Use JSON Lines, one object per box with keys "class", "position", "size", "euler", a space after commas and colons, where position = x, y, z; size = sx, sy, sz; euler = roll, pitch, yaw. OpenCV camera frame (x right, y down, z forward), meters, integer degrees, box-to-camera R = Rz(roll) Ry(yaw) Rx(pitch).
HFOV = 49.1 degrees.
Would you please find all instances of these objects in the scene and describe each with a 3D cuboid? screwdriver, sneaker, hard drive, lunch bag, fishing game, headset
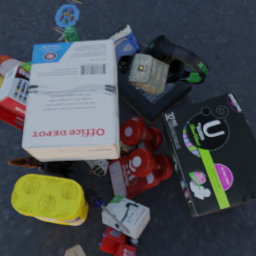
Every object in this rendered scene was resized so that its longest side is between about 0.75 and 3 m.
{"class": "screwdriver", "position": [-0.527, 1.971, 6.584], "size": [0.382, 2.736, 0.398], "euler": [-13, 104, -23]}
{"class": "sneaker", "position": [-0.580, -2.261, 8.993], "size": [1.098, 2.463, 0.968], "euler": [52, 57, -19]}
{"class": "sneaker", "position": [-1.106, 0.793, 8.499], "size": [1.398, 0.525, 0.567], "euler": [54, 35, -11]}
{"class": "hard drive", "position": [0.529, -1.721, 10.021], "size": [2.005, 0.472, 2.873], "euler": [-39, 68, -15]}
{"class": "lunch bag", "position": [0.509, -1.415, 7.341], "size": [0.964, 0.567, 0.791], "euler": [19, 76, -24]}
{"class": "fishing game", "position": [-2.085, -3.791, 9.464], "size": [0.893, 0.194, 1.247], "euler": [31, 91, 17]}
{"class": "headset", "position": [1.030, -1.923, 8.712], "size": [2.872, 1.774, 1.349], "euler": [27, 86, 34]}

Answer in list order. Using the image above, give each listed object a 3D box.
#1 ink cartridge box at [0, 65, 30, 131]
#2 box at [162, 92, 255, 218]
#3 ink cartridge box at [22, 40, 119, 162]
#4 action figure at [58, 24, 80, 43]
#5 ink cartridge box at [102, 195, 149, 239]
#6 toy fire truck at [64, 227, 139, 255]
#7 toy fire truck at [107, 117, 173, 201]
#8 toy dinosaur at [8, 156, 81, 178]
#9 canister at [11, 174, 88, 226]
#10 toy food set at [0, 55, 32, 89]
{"class": "ink cartridge box", "position": [-2.658, -0.652, 7.669], "size": [0.663, 1.581, 1.388], "euler": [-20, 53, 36]}
{"class": "box", "position": [2.240, 0.793, 7.491], "size": [2.003, 1.676, 2.697], "euler": [-18, 69, 2]}
{"class": "ink cartridge box", "position": [-1.283, -0.655, 6.917], "size": [2.046, 1.182, 2.803], "euler": [-2, 67, 1]}
{"class": "action figure", "position": [-1.764, -2.482, 8.715], "size": [0.631, 2.308, 1.363], "euler": [-19, 83, -12]}
{"class": "ink cartridge box", "position": [-0.050, 2.281, 7.259], "size": [1.029, 0.428, 0.755], "euler": [17, 38, 25]}
{"class": "toy fire truck", "position": [-0.873, 3.343, 6.452], "size": [1.953, 0.675, 2.769], "euler": [21, 33, -3]}
{"class": "toy fire truck", "position": [0.090, 0.872, 8.157], "size": [1.852, 1.237, 2.206], "euler": [-33, 58, 29]}
{"class": "toy dinosaur", "position": [-2.207, 0.974, 7.930], "size": [2.093, 1.421, 1.069], "euler": [-27, 98, -42]}
{"class": "canister", "position": [-1.850, 1.930, 7.154], "size": [1.553, 2.092, 0.905], "euler": [8, 66, 1]}
{"class": "toy food set", "position": [-4.337, -1.502, 9.880], "size": [2.486, 0.605, 2.460], "euler": [8, 63, 5]}
